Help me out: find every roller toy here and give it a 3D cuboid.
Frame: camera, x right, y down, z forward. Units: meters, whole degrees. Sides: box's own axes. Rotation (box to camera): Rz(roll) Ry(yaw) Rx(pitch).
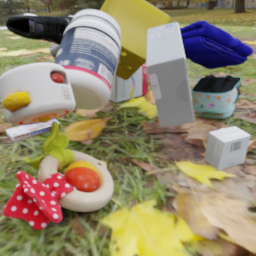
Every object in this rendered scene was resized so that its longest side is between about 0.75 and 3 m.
[{"bbox_3d":[-2.023,-0.680,6.327,1.529,1.172,1.677,-15,-3,-22],"label":"roller toy"}]

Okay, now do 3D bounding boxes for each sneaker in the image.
[{"bbox_3d":[-2.738,-3.314,9.587,2.842,1.076,1.244,6,20,9],"label":"sneaker"}]

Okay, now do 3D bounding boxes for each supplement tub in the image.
[{"bbox_3d":[-1.184,-1.945,8.172,1.750,1.750,2.494,5,66,11],"label":"supplement tub"}]

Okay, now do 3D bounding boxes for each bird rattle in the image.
[{"bbox_3d":[-1.405,1.130,6.591,2.336,1.614,2.866,17,18,-19],"label":"bird rattle"}]

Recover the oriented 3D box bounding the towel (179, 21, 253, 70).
[{"bbox_3d":[2.748,-2.755,9.998,2.925,0.725,2.160,10,-8,-38],"label":"towel"}]

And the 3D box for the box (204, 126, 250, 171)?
[{"bbox_3d":[2.892,0.595,8.229,0.998,1.004,0.656,-11,30,-22],"label":"box"}]

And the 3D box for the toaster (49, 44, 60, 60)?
[{"bbox_3d":[-2.840,-3.014,11.297,0.495,0.767,0.436,-30,42,-4],"label":"toaster"}]

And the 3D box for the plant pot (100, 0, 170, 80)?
[{"bbox_3d":[-0.155,-3.297,10.627,2.415,2.415,2.130,23,62,-20],"label":"plant pot"}]

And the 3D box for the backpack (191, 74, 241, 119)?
[{"bbox_3d":[3.499,-1.242,11.342,1.811,1.579,2.060,10,24,28],"label":"backpack"}]

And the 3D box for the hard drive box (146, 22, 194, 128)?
[{"bbox_3d":[1.189,-1.579,8.024,0.964,1.957,2.511,-10,36,12],"label":"hard drive box"}]

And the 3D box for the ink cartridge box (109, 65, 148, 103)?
[{"bbox_3d":[-0.252,-2.297,13.679,2.049,1.482,1.489,-21,33,-36],"label":"ink cartridge box"}]

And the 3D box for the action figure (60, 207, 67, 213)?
[{"bbox_3d":[-1.823,1.703,6.687,0.667,0.355,1.024,-20,31,-33],"label":"action figure"}]

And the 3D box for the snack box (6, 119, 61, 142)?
[{"bbox_3d":[-3.456,0.037,10.283,1.815,0.221,0.653,-18,31,-33],"label":"snack box"}]
